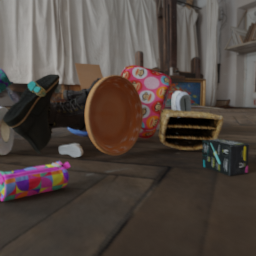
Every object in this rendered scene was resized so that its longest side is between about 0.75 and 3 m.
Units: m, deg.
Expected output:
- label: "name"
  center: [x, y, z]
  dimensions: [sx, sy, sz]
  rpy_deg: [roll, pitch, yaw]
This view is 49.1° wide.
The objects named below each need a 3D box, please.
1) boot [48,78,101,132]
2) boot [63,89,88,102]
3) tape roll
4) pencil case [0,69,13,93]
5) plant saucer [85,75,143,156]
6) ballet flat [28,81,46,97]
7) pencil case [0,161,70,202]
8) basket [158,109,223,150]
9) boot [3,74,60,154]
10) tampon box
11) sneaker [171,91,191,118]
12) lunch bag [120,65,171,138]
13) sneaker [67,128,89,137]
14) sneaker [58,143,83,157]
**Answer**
- label: "boot"
  center: [-2.323, -0.716, 10.162]
  dimensions: [2.500, 2.872, 0.994]
  rpy_deg: [3, 47, -32]
- label: "boot"
  center: [-1.950, -1.392, 12.768]
  dimensions: [1.531, 0.609, 1.758]
  rpy_deg: [-4, -8, 16]
- label: "tape roll"
  center: [-4.090, 0.096, 8.763]
  dimensions: [0.523, 1.497, 1.497]
  rpy_deg: [-4, 7, -4]
- label: "pencil case"
  center: [-5.715, -1.589, 11.552]
  dimensions: [1.825, 0.776, 0.843]
  rpy_deg: [-45, 37, -17]
- label: "plant saucer"
  center: [-0.445, -0.376, 8.522]
  dimensions: [0.450, 2.405, 2.405]
  rpy_deg: [3, 7, 41]
- label: "ballet flat"
  center: [-2.673, -1.122, 8.228]
  dimensions: [0.315, 0.315, 0.892]
  rpy_deg: [-5, 25, -39]
- label: "pencil case"
  center: [-1.797, 0.985, 5.367]
  dimensions: [1.333, 0.589, 0.589]
  rpy_deg: [-9, 11, -40]
- label: "basket"
  center: [1.935, 0.125, 9.030]
  dimensions: [1.810, 1.292, 1.348]
  rpy_deg: [4, 8, -3]
- label: "boot"
  center: [-2.736, -0.485, 9.034]
  dimensions: [0.893, 1.596, 2.307]
  rpy_deg: [9, 51, 37]
- label: "tampon box"
  center: [2.438, 0.711, 7.077]
  dimensions: [0.621, 0.738, 0.984]
  rpy_deg: [-3, 7, -25]
- label: "sneaker"
  center: [2.187, -0.523, 11.467]
  dimensions: [0.781, 2.140, 0.757]
  rpy_deg: [-12, 28, -16]
- label: "lunch bag"
  center: [0.300, -1.214, 12.007]
  dimensions: [2.590, 2.940, 1.204]
  rpy_deg: [19, -22, 7]
- label: "sneaker"
  center: [-2.373, -0.359, 12.421]
  dimensions: [2.078, 0.855, 0.768]
  rpy_deg: [36, 25, 20]
- label: "sneaker"
  center: [-1.663, 0.667, 8.946]
  dimensions: [1.073, 0.395, 0.620]
  rpy_deg: [4, 11, 41]
